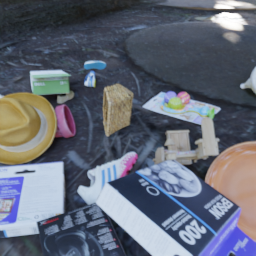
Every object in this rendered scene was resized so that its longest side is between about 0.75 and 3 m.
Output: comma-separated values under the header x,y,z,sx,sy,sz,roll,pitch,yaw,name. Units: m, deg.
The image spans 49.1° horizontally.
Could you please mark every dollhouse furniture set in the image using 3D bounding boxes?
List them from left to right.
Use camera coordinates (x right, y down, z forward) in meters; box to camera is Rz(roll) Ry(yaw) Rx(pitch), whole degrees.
x,y,z,sx,sy,sz,roll,pitch,yaw,name
1.423,0.408,7.709,1.241,2.394,1.060,-3,78,-6,dollhouse furniture set

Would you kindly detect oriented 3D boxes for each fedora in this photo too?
x,y,z,sx,sy,sz,roll,pitch,yaw,name
-3.685,-0.168,8.876,2.724,1.111,2.724,-2,70,5,fedora

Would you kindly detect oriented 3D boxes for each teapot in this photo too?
x,y,z,sx,sy,sz,roll,pitch,yaw,name
6.275,-2.061,12.298,1.829,1.805,1.336,41,10,16,teapot

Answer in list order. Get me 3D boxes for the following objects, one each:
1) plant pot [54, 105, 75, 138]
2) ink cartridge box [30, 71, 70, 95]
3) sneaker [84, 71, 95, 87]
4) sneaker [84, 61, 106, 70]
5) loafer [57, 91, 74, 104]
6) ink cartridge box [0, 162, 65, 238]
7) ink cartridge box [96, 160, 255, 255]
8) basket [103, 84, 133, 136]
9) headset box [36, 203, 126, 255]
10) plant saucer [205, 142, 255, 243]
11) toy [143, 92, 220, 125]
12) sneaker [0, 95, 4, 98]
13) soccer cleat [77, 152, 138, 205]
x,y,z,sx,sy,sz,roll,pitch,yaw,name
-2.538,-0.137,9.840,1.034,1.155,1.155,-15,35,4,plant pot
-3.274,-1.874,11.683,1.428,0.816,2.751,-6,17,-20,ink cartridge box
-1.855,-2.382,13.545,0.524,0.471,1.273,-5,34,-3,sneaker
-1.776,-3.409,15.049,1.151,0.440,0.465,0,33,-4,sneaker
-2.723,-1.398,12.223,0.375,0.338,0.991,16,38,21,loafer
-2.770,1.826,7.401,2.158,0.473,2.179,-3,35,-10,ink cartridge box
1.258,1.815,5.692,2.814,0.611,2.788,36,24,28,ink cartridge box
-0.625,-0.702,10.101,1.148,1.542,1.100,-29,52,-35,basket
-0.929,2.730,5.865,1.545,0.802,2.076,-15,38,-20,headset box
3.010,1.538,6.449,2.454,2.454,0.459,26,14,32,plant saucer
2.174,-1.028,11.421,2.778,0.656,1.599,23,40,29,toy
-4.792,-0.399,10.244,2.855,0.992,1.420,11,49,23,sneaker
-0.526,1.253,7.873,0.959,0.776,2.221,34,44,8,soccer cleat
